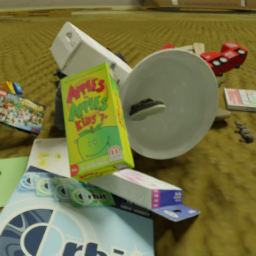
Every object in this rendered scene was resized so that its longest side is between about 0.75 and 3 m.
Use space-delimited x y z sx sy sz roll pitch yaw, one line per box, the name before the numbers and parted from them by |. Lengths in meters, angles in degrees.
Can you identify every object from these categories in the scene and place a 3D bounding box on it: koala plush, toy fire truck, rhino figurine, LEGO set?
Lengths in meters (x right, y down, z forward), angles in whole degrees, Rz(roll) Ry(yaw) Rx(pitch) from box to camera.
koala plush | -1.747 -1.093 9.924 1.782 1.847 2.010 -4 17 -7
toy fire truck | 2.070 -1.982 7.825 2.137 0.521 1.507 -26 54 -22
rhino figurine | 2.636 0.075 6.436 0.357 0.244 0.816 14 35 -9
LEGO set | -3.988 -0.951 9.309 0.865 0.931 2.268 -22 8 -4

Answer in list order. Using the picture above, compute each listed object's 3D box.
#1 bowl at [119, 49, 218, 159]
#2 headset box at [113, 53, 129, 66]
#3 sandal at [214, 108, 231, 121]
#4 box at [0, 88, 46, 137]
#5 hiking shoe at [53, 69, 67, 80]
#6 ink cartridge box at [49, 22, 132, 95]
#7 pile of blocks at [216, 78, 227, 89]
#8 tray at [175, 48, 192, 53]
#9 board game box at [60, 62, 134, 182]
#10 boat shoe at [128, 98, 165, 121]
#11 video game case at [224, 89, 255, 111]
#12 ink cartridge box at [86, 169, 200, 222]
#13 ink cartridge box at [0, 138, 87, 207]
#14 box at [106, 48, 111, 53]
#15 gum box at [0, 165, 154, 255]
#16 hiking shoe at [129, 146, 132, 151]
bowl | 0.863 -0.692 7.427 2.811 2.811 1.263 -9 23 -17
headset box | -0.949 -2.331 12.207 1.900 1.012 2.183 -17 33 -4
sandal | 2.487 -0.972 10.396 1.153 0.775 2.870 -17 33 -25
box | -3.342 -0.452 8.525 1.498 0.282 1.023 23 60 -33
hiking shoe | -2.212 -2.911 13.696 2.734 1.017 1.185 -19 35 -30
ink cartridge box | -0.847 -1.736 8.053 2.446 1.037 1.781 30 16 -39
pile of blocks | 3.181 -1.471 10.254 0.994 0.309 0.408 -24 51 39
tray | 1.585 -1.903 10.190 1.054 1.963 0.218 13 15 2
board game box | -0.609 -0.125 5.072 0.998 0.468 1.965 -18 65 14
boat shoe | 0.420 -0.507 6.949 0.512 0.432 1.436 3 -11 -27
video game case | 5.211 -1.101 11.258 2.484 0.217 1.776 6 29 10
ink cartridge box | 0.393 1.259 5.752 1.964 0.425 1.928 16 -4 28
ink cartridge box | -2.411 1.042 6.999 2.724 0.653 1.982 -2 29 -8
box | -0.832 -2.214 9.493 0.655 0.800 0.345 -22 3 -19
gum box | -0.868 2.060 4.281 2.530 0.663 2.978 19 29 -7
hiking shoe | -0.365 0.237 8.114 0.973 0.835 2.244 -25 9 13
